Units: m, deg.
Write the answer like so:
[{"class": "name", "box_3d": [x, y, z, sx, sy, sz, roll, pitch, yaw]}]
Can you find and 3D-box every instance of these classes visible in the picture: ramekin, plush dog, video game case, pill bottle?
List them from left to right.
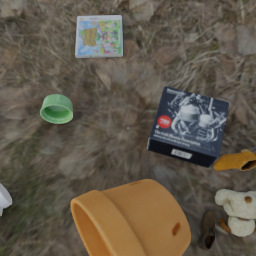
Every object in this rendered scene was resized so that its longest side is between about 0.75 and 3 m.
[{"class": "pill bottle", "box_3d": [-3.247, 1.796, 6.006, 1.336, 0.754, 0.754, -34, 71, -14]}, {"class": "ramekin", "box_3d": [-1.738, -0.475, 6.887, 0.772, 0.772, 0.377, -2, 57, -1]}, {"class": "video game case", "box_3d": [-0.851, -2.728, 8.301, 1.353, 0.164, 1.486, -2, 67, 0]}, {"class": "plush dog", "box_3d": [2.466, 1.874, 6.043, 1.072, 0.860, 0.921, 4, 90, 2]}]

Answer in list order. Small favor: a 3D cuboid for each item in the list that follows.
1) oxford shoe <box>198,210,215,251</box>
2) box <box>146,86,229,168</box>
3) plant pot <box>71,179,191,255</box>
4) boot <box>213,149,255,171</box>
[{"class": "oxford shoe", "box_3d": [1.749, 2.187, 5.993, 0.308, 0.358, 0.849, 12, 76, -8]}, {"class": "box", "box_3d": [1.415, -0.033, 6.762, 1.601, 0.833, 1.458, 15, 66, 6]}, {"class": "plant pot", "box_3d": [0.113, 1.996, 5.299, 1.543, 2.204, 2.204, -24, 68, -26]}, {"class": "boot", "box_3d": [2.431, 0.811, 6.355, 0.952, 0.681, 0.335, -28, 100, 14]}]
